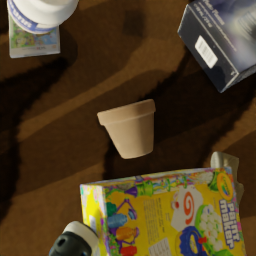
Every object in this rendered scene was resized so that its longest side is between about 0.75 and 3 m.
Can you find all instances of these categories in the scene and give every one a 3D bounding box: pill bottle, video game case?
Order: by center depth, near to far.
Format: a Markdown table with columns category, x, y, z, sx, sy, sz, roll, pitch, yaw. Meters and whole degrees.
| category | x | y | z | sx | sy | sz | roll | pitch | yaw |
| --- | --- | --- | --- | --- | --- | --- | --- | --- | --- |
| pill bottle | -1.911 | -2.957 | 6.230 | 1.389 | 2.503 | 1.389 | -5 | 102 | -24 |
| video game case | -3.024 | -3.138 | 9.022 | 1.555 | 0.188 | 1.708 | -6 | 77 | -2 |

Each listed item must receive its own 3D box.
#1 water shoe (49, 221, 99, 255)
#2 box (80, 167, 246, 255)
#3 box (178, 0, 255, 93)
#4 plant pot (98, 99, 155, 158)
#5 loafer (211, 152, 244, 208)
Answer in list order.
| category | x | y | z | sx | sy | sz | roll | pitch | yaw |
| --- | --- | --- | --- | --- | --- | --- | --- | --- | --- |
| water shoe | -1.173 | 2.413 | 4.807 | 0.791 | 2.212 | 0.873 | 32 | 41 | 13 |
| box | 0.661 | 2.290 | 5.398 | 2.649 | 1.678 | 2.750 | -3 | 81 | -22 |
| box | 3.253 | -2.844 | 8.283 | 2.458 | 1.527 | 2.478 | -30 | 79 | -8 |
| plant pot | 0.076 | 0.058 | 7.725 | 1.591 | 1.591 | 1.388 | -14 | 96 | -3 |
| loafer | 2.752 | 1.759 | 7.532 | 0.798 | 0.862 | 2.293 | -1 | 77 | 4 |
